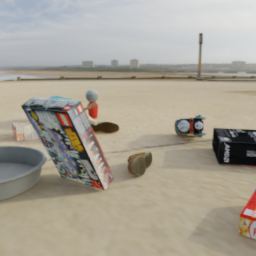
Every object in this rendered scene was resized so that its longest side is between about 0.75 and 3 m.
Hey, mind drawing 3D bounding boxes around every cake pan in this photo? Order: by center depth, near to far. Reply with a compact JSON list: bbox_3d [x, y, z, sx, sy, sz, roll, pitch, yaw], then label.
[{"bbox_3d":[-3.079,0.950,5.997,2.614,0.479,2.614,0,12,0],"label":"cake pan"}]

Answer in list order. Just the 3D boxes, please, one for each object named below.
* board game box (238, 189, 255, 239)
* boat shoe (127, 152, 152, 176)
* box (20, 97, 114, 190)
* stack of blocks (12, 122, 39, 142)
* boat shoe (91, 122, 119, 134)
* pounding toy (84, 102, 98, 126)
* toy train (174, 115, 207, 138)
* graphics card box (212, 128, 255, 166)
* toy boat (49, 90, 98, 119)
[{"bbox_3d":[2.592,1.416,4.156,1.546,0.358,1.171,8,15,34],"label":"board game box"},{"bbox_3d":[0.197,0.860,6.665,0.431,0.456,1.268,-1,2,22],"label":"boat shoe"},{"bbox_3d":[-1.169,0.322,5.568,1.331,1.943,0.388,7,41,35],"label":"box"},{"bbox_3d":[-3.234,0.062,10.046,1.611,0.472,0.928,-7,14,-30],"label":"stack of blocks"},{"bbox_3d":[-0.913,-0.053,10.637,1.280,0.456,0.413,2,13,15],"label":"boat shoe"},{"bbox_3d":[-1.865,-0.584,10.121,1.281,1.285,2.240,26,3,-27],"label":"pounding toy"},{"bbox_3d":[2.103,-0.039,9.598,1.021,0.763,1.792,-3,0,9],"label":"toy train"},{"bbox_3d":[3.699,0.510,7.559,2.646,0.673,1.660,3,13,9],"label":"graphics card box"},{"bbox_3d":[-2.620,-1.005,12.676,2.925,1.359,2.459,-9,9,-38],"label":"toy boat"}]
